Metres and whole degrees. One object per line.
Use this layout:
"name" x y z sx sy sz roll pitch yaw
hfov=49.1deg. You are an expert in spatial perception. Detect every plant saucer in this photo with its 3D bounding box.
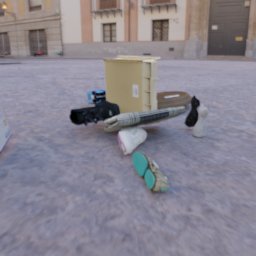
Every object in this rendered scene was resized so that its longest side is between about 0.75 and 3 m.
"plant saucer" 1.738 -1.353 13.411 2.704 0.398 2.704 -7 16 2

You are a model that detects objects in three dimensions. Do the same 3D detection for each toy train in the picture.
"toy train" -1.238 -1.672 14.466 1.785 0.774 1.020 -13 15 -36

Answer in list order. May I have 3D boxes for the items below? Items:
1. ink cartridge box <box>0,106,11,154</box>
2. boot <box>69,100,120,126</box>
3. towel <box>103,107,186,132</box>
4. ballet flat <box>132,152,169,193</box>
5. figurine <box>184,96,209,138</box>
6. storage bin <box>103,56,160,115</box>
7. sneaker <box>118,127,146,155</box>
"ink cartridge box" -3.969 -0.496 7.046 0.604 2.791 2.741 -12 22 -4
"boot" -1.286 -0.499 9.708 1.521 0.687 1.856 -13 12 -25
"towel" 0.407 -0.310 9.014 2.220 0.398 2.305 -10 -4 -17
"ballet flat" 0.535 1.020 6.358 0.546 0.492 1.449 18 15 -23
"figurine" 2.318 -0.392 9.337 0.480 1.088 1.115 -4 30 -11
"storage bin" 0.216 -1.711 11.694 2.391 2.408 1.129 13 23 36
"sneaker" 0.134 0.269 8.185 0.803 0.603 1.612 -11 17 6
